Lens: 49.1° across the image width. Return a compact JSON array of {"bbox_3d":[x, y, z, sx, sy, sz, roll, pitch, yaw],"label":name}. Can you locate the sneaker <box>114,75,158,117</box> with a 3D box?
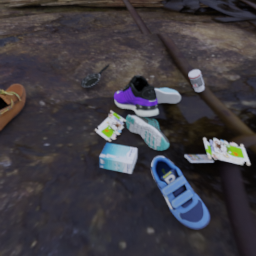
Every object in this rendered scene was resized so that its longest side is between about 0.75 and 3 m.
[{"bbox_3d":[0.282,-1.362,10.617,0.933,1.334,2.683,-15,22,-26],"label":"sneaker"}]

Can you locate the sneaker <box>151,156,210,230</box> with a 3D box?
[{"bbox_3d":[1.204,1.576,7.050,0.784,0.872,2.119,-34,54,-5],"label":"sneaker"}]

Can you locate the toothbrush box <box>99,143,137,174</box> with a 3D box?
[{"bbox_3d":[-0.300,0.947,8.835,1.046,0.446,0.766,8,36,11],"label":"toothbrush box"}]

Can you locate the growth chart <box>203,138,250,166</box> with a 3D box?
[{"bbox_3d":[3.169,0.747,9.078,1.603,0.142,1.160,11,37,-11],"label":"growth chart"}]

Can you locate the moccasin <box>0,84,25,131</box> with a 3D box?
[{"bbox_3d":[-4.859,-0.900,10.666,1.094,1.154,2.990,9,38,12],"label":"moccasin"}]

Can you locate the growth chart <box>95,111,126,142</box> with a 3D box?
[{"bbox_3d":[-0.605,-0.054,10.191,0.871,0.107,1.204,28,56,17],"label":"growth chart"}]

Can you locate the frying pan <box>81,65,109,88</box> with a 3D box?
[{"bbox_3d":[-1.543,-2.332,12.770,0.933,0.251,1.542,10,53,34],"label":"frying pan"}]

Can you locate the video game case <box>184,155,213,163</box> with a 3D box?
[{"bbox_3d":[2.243,0.978,8.892,0.755,0.068,0.541,1,15,-11],"label":"video game case"}]

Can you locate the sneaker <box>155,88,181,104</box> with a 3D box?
[{"bbox_3d":[1.341,-1.379,11.587,1.591,0.588,0.652,10,29,-11],"label":"sneaker"}]

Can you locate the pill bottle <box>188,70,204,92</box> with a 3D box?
[{"bbox_3d":[2.984,-2.023,12.153,0.518,0.893,0.518,-19,37,15],"label":"pill bottle"}]

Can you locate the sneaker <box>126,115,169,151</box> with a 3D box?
[{"bbox_3d":[0.824,0.031,9.855,0.901,0.767,1.976,-20,45,-34],"label":"sneaker"}]
